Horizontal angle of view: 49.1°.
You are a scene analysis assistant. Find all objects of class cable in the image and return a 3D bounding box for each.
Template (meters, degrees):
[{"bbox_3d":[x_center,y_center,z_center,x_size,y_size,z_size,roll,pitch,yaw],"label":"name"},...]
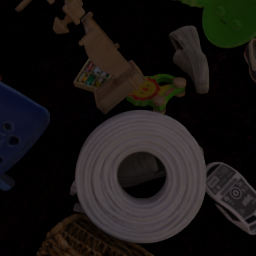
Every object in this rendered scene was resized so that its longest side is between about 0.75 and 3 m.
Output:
[{"bbox_3d":[0.268,1.034,6.281,2.912,1.008,2.913,19,90,4],"label":"cable"}]

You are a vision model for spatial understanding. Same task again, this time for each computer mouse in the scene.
[{"bbox_3d":[2.843,1.929,6.663,1.485,0.594,2.708,-38,70,-17],"label":"computer mouse"}]

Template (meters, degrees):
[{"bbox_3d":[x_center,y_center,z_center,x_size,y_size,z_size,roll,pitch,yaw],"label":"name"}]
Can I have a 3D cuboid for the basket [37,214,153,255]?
[{"bbox_3d":[-0.646,2.654,5.598,2.110,1.506,1.572,26,62,16],"label":"basket"}]

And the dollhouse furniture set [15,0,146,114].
[{"bbox_3d":[-0.965,-1.625,6.028,1.295,2.925,1.516,-38,33,12],"label":"dollhouse furniture set"}]

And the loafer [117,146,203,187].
[{"bbox_3d":[0.506,0.843,7.095,2.800,0.977,0.979,-10,57,-6],"label":"loafer"}]

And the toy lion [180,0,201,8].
[{"bbox_3d":[2.458,-5.954,11.761,2.452,0.842,2.351,-15,66,-9],"label":"toy lion"}]

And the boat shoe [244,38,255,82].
[{"bbox_3d":[4.393,-2.152,9.301,0.664,0.584,1.866,-4,58,-5],"label":"boat shoe"}]

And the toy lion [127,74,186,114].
[{"bbox_3d":[0.784,-1.194,8.777,1.524,0.546,1.590,35,63,29],"label":"toy lion"}]

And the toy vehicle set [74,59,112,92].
[{"bbox_3d":[-0.979,-1.888,9.342,1.019,0.217,1.639,18,59,11],"label":"toy vehicle set"}]

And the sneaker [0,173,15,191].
[{"bbox_3d":[-3.969,1.266,6.913,2.467,0.912,1.015,10,58,15],"label":"sneaker"}]

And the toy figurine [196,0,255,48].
[{"bbox_3d":[2.318,-2.070,5.128,1.688,1.377,1.834,7,41,-36],"label":"toy figurine"}]

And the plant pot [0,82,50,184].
[{"bbox_3d":[-2.862,0.079,4.922,2.243,2.243,2.017,32,78,-13],"label":"plant pot"}]

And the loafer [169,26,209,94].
[{"bbox_3d":[1.986,-2.227,9.200,0.974,0.976,2.792,-11,54,7],"label":"loafer"}]
